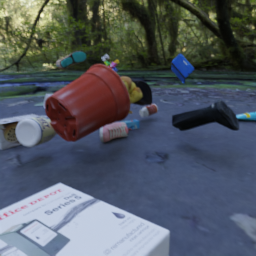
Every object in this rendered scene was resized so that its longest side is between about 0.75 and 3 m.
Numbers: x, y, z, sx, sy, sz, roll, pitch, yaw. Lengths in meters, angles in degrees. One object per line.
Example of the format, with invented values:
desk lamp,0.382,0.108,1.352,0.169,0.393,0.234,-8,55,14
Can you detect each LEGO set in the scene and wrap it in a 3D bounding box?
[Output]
LEGO set,-0.593,-2.481,10.813,0.472,0.438,1.149,-38,41,7

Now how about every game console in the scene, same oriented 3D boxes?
game console,2.541,-2.756,13.157,1.064,0.909,0.630,54,26,19

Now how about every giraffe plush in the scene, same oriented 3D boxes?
giraffe plush,-0.255,-1.353,10.163,1.333,1.253,1.545,15,62,15

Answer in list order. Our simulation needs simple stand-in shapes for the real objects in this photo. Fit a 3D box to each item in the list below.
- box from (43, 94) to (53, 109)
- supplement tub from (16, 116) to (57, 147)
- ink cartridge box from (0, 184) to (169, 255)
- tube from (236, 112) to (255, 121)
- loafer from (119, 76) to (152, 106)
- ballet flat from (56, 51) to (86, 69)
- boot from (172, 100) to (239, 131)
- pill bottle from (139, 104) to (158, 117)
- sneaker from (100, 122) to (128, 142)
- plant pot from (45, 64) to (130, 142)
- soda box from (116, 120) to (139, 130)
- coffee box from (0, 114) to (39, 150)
box,-2.589,-0.923,12.888,2.241,0.674,1.307,-4,49,-37
supplement tub,-2.746,0.077,8.565,0.838,0.838,1.156,4,11,16
ink cartridge box,-0.839,1.763,3.832,2.291,0.962,1.666,12,19,36
tube,6.093,-0.528,13.285,2.117,0.534,0.820,-2,1,9
loafer,0.031,-1.622,12.434,1.026,1.055,2.890,-11,-17,39
ballet flat,-1.572,-1.851,7.601,0.329,0.333,0.977,1,24,40
boot,2.647,-0.184,9.641,1.852,1.527,0.608,-22,42,36
pill bottle,0.981,-0.821,13.601,0.848,0.475,0.475,-22,24,-25
sneaker,-0.486,0.113,10.522,0.857,0.617,1.640,-2,10,14
plant pot,-1.271,-0.638,8.323,1.953,1.953,1.899,13,37,40
soda box,-0.016,-0.105,11.869,1.003,0.340,0.322,-9,18,-31
coffee box,-3.923,0.102,10.024,0.648,0.918,1.624,13,19,40
